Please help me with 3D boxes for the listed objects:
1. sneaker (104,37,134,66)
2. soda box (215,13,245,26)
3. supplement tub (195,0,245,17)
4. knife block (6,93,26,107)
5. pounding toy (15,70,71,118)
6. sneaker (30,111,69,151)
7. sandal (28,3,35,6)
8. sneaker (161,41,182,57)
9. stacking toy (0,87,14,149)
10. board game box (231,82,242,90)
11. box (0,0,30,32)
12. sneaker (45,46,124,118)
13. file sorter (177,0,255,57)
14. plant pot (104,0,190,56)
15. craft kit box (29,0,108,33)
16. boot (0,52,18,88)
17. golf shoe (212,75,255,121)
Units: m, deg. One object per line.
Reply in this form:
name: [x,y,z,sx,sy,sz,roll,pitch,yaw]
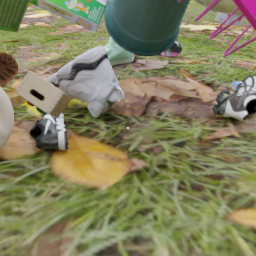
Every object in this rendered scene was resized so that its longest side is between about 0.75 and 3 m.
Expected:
sneaker: [-0.901,-3.326,11.460,2.605,1.537,0.959,-22,37,-32]
soda box: [3.372,-3.661,9.081,0.481,0.514,1.510,34,36,24]
supplement tub: [2.485,-3.276,6.270,1.398,1.398,1.928,-16,34,-26]
knife block: [-3.655,-0.872,8.329,0.816,0.297,0.930,25,38,35]
pounding toy: [-1.383,-0.524,4.415,0.847,0.441,0.964,33,-3,0]
sneaker: [-1.885,-0.057,6.573,0.811,0.596,1.792,-5,31,-15]
sandal: [-3.107,-3.956,7.166,2.845,1.131,1.239,-7,-12,-20]
sneaker: [1.712,-3.948,13.341,2.040,0.820,0.881,25,36,35]
stacking toy: [-3.722,-0.391,6.421,1.909,1.909,2.612,-14,17,-23]
board game box: [4.096,-1.263,9.109,1.022,0.223,1.027,-8,30,-12]
box: [-2.565,-2.001,3.830,2.307,0.419,1.665,-1,-9,-32]
sneaker: [-1.361,-0.970,7.842,2.770,1.592,1.041,-23,13,36]
file sorter: [1.558,-2.149,4.388,1.154,1.661,1.042,-47,10,-22]
plant pot: [0.709,-3.818,8.114,2.560,2.560,2.508,-7,-11,-12]
craft kit box: [-1.422,-3.835,7.271,2.039,2.065,0.501,20,-14,-10]
boot: [-4.731,-1.132,8.229,2.985,1.120,1.601,-32,12,-25]
golf shoe: [3.308,-0.746,7.725,2.162,0.841,1.022,-31,49,-30]
